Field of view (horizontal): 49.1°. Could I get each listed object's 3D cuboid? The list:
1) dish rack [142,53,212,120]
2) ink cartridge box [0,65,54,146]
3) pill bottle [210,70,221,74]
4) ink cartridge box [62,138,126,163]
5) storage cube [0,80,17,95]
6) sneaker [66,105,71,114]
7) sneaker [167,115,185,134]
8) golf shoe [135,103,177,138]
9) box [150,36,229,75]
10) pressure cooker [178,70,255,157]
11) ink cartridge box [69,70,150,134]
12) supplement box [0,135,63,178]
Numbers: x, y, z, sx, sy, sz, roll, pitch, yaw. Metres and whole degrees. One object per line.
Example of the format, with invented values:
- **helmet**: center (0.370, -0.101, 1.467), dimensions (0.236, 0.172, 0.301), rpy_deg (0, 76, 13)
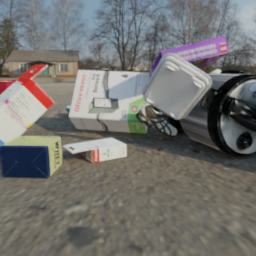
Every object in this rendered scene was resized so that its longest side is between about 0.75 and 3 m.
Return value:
- **dish rack**: center (1.145, -0.935, 7.119), dimensions (1.394, 1.624, 0.354), rpy_deg (32, 45, 1)
- **ink cartridge box**: center (-3.155, -0.534, 7.844), dimensions (2.764, 0.930, 1.606), rpy_deg (-47, 30, -13)
- **pill bottle**: center (3.883, -1.674, 11.697), dimensions (0.801, 1.426, 0.801), rpy_deg (-21, -15, -6)
- **ink cartridge box**: center (-0.904, 0.631, 7.600), dimensions (1.539, 0.387, 0.838), rpy_deg (-8, 15, -30)
- **storage cube**: center (-6.016, -1.468, 14.062), dimensions (2.030, 1.825, 1.735), rpy_deg (6, 13, 23)
- **sneaker**: center (-2.528, -0.975, 13.915), dimensions (0.862, 0.525, 1.320), rpy_deg (-31, 30, -19)
- **sneaker**: center (2.297, -0.177, 10.460), dimensions (2.178, 0.770, 1.064), rpy_deg (-2, 11, 4)
- **golf shoe**: center (1.109, -0.269, 9.192), dimensions (1.737, 0.821, 0.675), rpy_deg (26, 13, -34)
- **box**: center (1.897, -2.213, 9.532), dimensions (1.975, 0.564, 2.886), rpy_deg (-14, 0, -1)
- **pressure cooker**: center (2.957, -0.394, 7.978), dimensions (2.300, 2.336, 2.616), rpy_deg (-23, 18, -14)
- **ink cartridge box**: center (-0.618, -0.982, 10.498), dimensions (2.776, 2.020, 1.166), rpy_deg (3, -22, 8)
- **supplement box**: center (-2.234, 0.649, 6.641), dimensions (1.089, 0.731, 1.088), rpy_deg (1, 12, 4)
